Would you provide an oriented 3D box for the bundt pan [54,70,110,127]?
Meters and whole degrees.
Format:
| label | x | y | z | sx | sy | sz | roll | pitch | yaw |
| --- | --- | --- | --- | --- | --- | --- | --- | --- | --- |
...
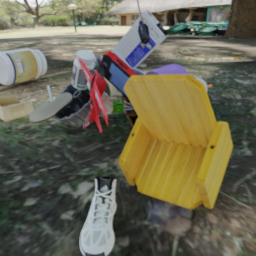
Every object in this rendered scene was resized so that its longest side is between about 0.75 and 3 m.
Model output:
| label | x | y | z | sx | sy | sz | roll | pitch | yaw |
| --- | --- | --- | --- | --- | --- | --- | --- | --- | --- |
| bundt pan | -1.586 | -0.965 | 10.170 | 2.337 | 0.877 | 2.337 | -25 | 40 | 23 |

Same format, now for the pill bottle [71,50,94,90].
| label | x | y | z | sx | sy | sz | roll | pitch | yaw |
| --- | --- | --- | --- | --- | --- | --- | --- | --- | --- |
| pill bottle | -1.493 | -1.915 | 9.302 | 0.676 | 1.196 | 0.676 | 11 | 43 | -10 |

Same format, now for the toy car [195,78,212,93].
| label | x | y | z | sx | sy | sz | roll | pitch | yaw |
| --- | --- | --- | --- | --- | --- | --- | --- | --- | --- |
| toy car | 2.314 | -1.442 | 10.649 | 1.712 | 1.578 | 1.514 | -9 | 7 | -15 |

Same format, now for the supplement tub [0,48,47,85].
| label | x | y | z | sx | sy | sz | roll | pitch | yaw |
| --- | --- | --- | --- | --- | --- | --- | --- | --- | --- |
| supplement tub | -6.196 | -3.564 | 16.100 | 1.852 | 1.852 | 2.564 | 16 | 28 | 33 |

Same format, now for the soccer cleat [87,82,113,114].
| label | x | y | z | sx | sy | sz | roll | pitch | yaw |
| --- | --- | --- | --- | --- | --- | --- | --- | --- | --- |
| soccer cleat | -0.867 | -0.980 | 8.721 | 0.414 | 1.194 | 0.463 | -38 | 21 | -18 |

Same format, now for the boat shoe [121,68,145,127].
| label | x | y | z | sx | sy | sz | roll | pitch | yaw |
| --- | --- | --- | --- | --- | --- | --- | --- | --- | --- |
| boat shoe | 0.273 | -0.822 | 9.034 | 0.936 | 2.591 | 0.938 | 1 | 59 | 17 |

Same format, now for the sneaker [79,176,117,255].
| label | x | y | z | sx | sy | sz | roll | pitch | yaw |
| --- | --- | --- | --- | --- | --- | --- | --- | --- | --- |
| sneaker | -0.560 | 1.509 | 5.253 | 0.654 | 0.998 | 1.734 | 1 | 23 | 2 |

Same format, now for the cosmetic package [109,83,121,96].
| label | x | y | z | sx | sy | sz | roll | pitch | yaw |
| --- | --- | --- | --- | --- | --- | --- | --- | --- | --- |
| cosmetic package | -0.512 | -2.144 | 14.386 | 0.858 | 0.580 | 1.631 | -3 | 23 | -7 |

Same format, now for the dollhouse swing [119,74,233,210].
| label | x | y | z | sx | sy | sz | roll | pitch | yaw |
| --- | --- | --- | --- | --- | --- | --- | --- | --- | --- |
| dollhouse swing | 0.664 | 0.268 | 5.687 | 2.163 | 1.901 | 1.965 | 9 | 66 | 41 |

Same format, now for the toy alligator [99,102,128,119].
| label | x | y | z | sx | sy | sz | roll | pitch | yaw |
| --- | --- | --- | --- | --- | --- | --- | --- | --- | --- |
| toy alligator | -0.006 | -0.839 | 10.974 | 2.882 | 0.855 | 0.782 | -8 | 17 | -3 |

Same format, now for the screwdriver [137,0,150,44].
| label | x | y | z | sx | sy | sz | roll | pitch | yaw |
| --- | --- | --- | --- | --- | --- | --- | --- | --- | --- |
| screwdriver | 0.382 | -3.484 | 9.002 | 0.341 | 0.356 | 2.445 | 18 | 42 | -28 |

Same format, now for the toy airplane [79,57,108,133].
| label | x | y | z | sx | sy | sz | roll | pitch | yaw |
| --- | --- | --- | --- | --- | --- | --- | --- | --- | --- |
| toy airplane | -0.927 | -0.798 | 8.066 | 0.464 | 2.524 | 2.524 | -9 | 25 | -25 |

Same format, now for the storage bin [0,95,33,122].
| label | x | y | z | sx | sy | sz | roll | pitch | yaw |
| --- | --- | --- | --- | --- | --- | --- | --- | --- | --- |
| storage bin | -4.719 | -0.846 | 11.309 | 1.294 | 0.606 | 1.284 | 20 | 31 | 40 |

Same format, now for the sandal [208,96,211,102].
| label | x | y | z | sx | sy | sz | roll | pitch | yaw |
| --- | --- | --- | --- | --- | --- | --- | --- | --- | --- |
| sandal | 2.564 | -1.326 | 12.422 | 2.548 | 0.610 | 0.958 | -12 | 26 | -26 |

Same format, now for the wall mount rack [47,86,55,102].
| label | x | y | z | sx | sy | sz | roll | pitch | yaw |
| --- | --- | --- | --- | --- | --- | --- | --- | --- | --- |
| wall mount rack | -2.621 | -1.277 | 12.038 | 2.230 | 0.832 | 1.938 | -8 | 24 | -21 |

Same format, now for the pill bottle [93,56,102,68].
| label | x | y | z | sx | sy | sz | roll | pitch | yaw |
| --- | --- | --- | --- | --- | --- | --- | --- | --- | --- |
| pill bottle | -1.391 | -2.611 | 11.079 | 0.791 | 0.450 | 0.450 | -1 | 23 | 1 |

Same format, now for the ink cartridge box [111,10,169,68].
| label | x | y | z | sx | sy | sz | roll | pitch | yaw |
| --- | --- | --- | --- | --- | --- | --- | --- | --- | --- |
| ink cartridge box | 0.329 | -3.088 | 10.433 | 2.384 | 1.129 | 0.442 | -38 | 5 | 44 |

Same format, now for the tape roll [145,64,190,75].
| label | x | y | z | sx | sy | sz | roll | pitch | yaw |
| --- | --- | --- | --- | --- | --- | --- | --- | --- | --- |
| tape roll | 1.141 | -0.822 | 7.830 | 0.754 | 1.774 | 1.774 | -21 | 30 | -22 |

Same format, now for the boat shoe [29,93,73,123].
| label | x | y | z | sx | sy | sz | roll | pitch | yaw |
| --- | --- | --- | --- | --- | --- | --- | --- | --- | --- |
| boat shoe | -2.616 | -0.588 | 9.698 | 0.615 | 0.531 | 1.694 | 39 | 57 | 20 |

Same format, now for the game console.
| label | x | y | z | sx | sy | sz | roll | pitch | yaw |
| --- | --- | --- | --- | --- | --- | --- | --- | --- | --- |
| game console | -0.155 | -1.318 | 7.822 | 0.245 | 1.579 | 1.396 | -48 | 2 | -20 |
